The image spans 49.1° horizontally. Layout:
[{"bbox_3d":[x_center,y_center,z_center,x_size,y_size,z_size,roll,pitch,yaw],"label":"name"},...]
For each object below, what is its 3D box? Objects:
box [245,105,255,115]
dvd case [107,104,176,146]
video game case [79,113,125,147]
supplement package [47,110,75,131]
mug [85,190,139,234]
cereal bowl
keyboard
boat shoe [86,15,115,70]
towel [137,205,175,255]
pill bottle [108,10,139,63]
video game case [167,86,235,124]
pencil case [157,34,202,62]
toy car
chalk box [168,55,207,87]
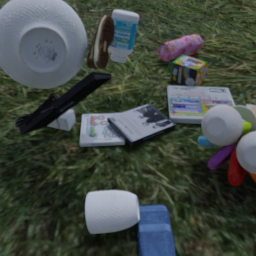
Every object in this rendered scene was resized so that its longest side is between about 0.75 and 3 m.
[{"bbox_3d":[4.309,0.062,9.393,0.890,0.729,1.875,10,40,12],"label":"box"},{"bbox_3d":[0.472,-0.174,9.910,1.975,0.244,1.484,-20,46,-30],"label":"dvd case"},{"bbox_3d":[-0.912,0.033,9.865,1.490,0.194,1.637,-3,38,-3],"label":"video game case"},{"bbox_3d":[-2.458,-0.346,10.046,0.963,0.563,0.565,11,40,14],"label":"supplement package"},{"bbox_3d":[-0.320,1.976,6.859,1.151,0.970,1.313,-7,-1,6],"label":"mug"},{"bbox_3d":[-2.592,-2.461,8.417,2.863,2.863,1.192,-12,30,-14],"label":"cereal bowl"},{"bbox_3d":[-1.787,-0.577,6.991,2.754,0.284,1.750,-33,-2,25],"label":"keyboard"},{"bbox_3d":[-0.951,-2.723,8.854,0.687,0.686,1.858,0,68,31],"label":"boat shoe"},{"bbox_3d":[0.632,2.518,6.644,0.827,0.359,1.481,-1,38,-2],"label":"towel"},{"bbox_3d":[-0.228,-3.449,10.633,0.998,1.801,0.998,9,27,-5],"label":"pill bottle"},{"bbox_3d":[2.857,-0.928,11.002,2.562,0.283,2.332,3,39,3],"label":"video game case"},{"bbox_3d":[2.684,-4.120,14.417,2.367,1.035,1.035,-23,44,-24],"label":"pencil case"},{"bbox_3d":[3.069,0.570,7.838,2.581,1.936,2.259,42,28,27],"label":"toy car"},{"bbox_3d":[2.524,-2.531,12.430,1.584,0.989,0.982,28,47,29],"label":"chalk box"}]
